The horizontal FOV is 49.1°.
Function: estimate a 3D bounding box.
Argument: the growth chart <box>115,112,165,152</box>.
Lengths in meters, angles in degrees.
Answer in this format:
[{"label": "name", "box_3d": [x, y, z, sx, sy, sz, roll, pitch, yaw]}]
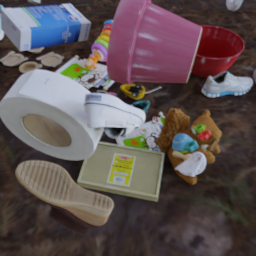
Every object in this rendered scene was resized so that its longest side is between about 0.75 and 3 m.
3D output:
[{"label": "growth chart", "box_3d": [0.696, 0.390, 10.264, 2.368, 0.210, 1.713, -23, 52, -19]}]

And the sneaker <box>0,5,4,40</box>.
[{"label": "sneaker", "box_3d": [-7.382, -5.734, 15.280, 1.082, 1.200, 2.928, -4, 47, -2]}]

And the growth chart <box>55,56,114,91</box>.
[{"label": "growth chart", "box_3d": [-1.840, -2.509, 12.936, 2.976, 0.264, 2.153, 17, 50, 16]}]

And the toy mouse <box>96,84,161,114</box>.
[{"label": "toy mouse", "box_3d": [-0.130, -0.886, 11.224, 2.649, 0.513, 2.354, 8, 47, 8]}]

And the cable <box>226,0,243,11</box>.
[{"label": "cable", "box_3d": [3.690, -4.497, 9.740, 0.281, 0.811, 0.811, -3, 55, -7]}]

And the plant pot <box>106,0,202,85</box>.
[{"label": "plant pot", "box_3d": [0.929, -2.691, 9.382, 2.604, 2.910, 2.910, 16, 49, 7]}]

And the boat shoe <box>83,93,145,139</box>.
[{"label": "boat shoe", "box_3d": [-0.307, -0.149, 6.716, 0.929, 2.525, 0.825, 1, 82, 27]}]

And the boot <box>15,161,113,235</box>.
[{"label": "boot", "box_3d": [-1.482, 1.615, 5.889, 2.101, 1.748, 0.760, 28, 46, -12]}]

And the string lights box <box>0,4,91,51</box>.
[{"label": "string lights box", "box_3d": [-2.710, -3.444, 9.416, 2.586, 0.762, 1.329, -24, 61, -38]}]

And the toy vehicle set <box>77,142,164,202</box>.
[{"label": "toy vehicle set", "box_3d": [-0.194, 1.351, 9.118, 2.572, 0.341, 1.598, 10, 55, 9]}]

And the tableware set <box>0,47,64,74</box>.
[{"label": "tableware set", "box_3d": [-4.704, -3.405, 13.712, 2.731, 0.317, 2.282, 31, 54, 26]}]

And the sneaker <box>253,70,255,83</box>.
[{"label": "sneaker", "box_3d": [6.302, -1.844, 12.084, 0.777, 0.801, 2.194, 9, 38, -31]}]

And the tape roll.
[{"label": "tape roll", "box_3d": [-1.966, -0.236, 7.434, 2.669, 2.669, 0.934, 13, 55, 12]}]

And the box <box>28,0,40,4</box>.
[{"label": "box", "box_3d": [-3.312, -4.837, 9.861, 0.284, 0.829, 0.341, 7, 7, 33]}]

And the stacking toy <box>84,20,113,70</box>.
[{"label": "stacking toy", "box_3d": [-1.172, -3.748, 13.408, 1.622, 1.534, 2.796, 27, 61, 25]}]

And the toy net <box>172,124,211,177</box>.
[{"label": "toy net", "box_3d": [1.652, 0.620, 7.014, 1.097, 0.404, 2.092, -21, 23, 13]}]

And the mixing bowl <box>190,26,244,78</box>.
[{"label": "mixing bowl", "box_3d": [3.625, -3.315, 12.800, 2.822, 1.528, 2.822, 1, 47, -1]}]

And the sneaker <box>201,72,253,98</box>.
[{"label": "sneaker", "box_3d": [4.328, -1.951, 11.907, 2.309, 1.001, 0.866, -11, 47, -12]}]

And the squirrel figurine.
[{"label": "squirrel figurine", "box_3d": [1.905, 0.307, 8.955, 2.182, 2.036, 1.544, 37, 56, 22]}]
